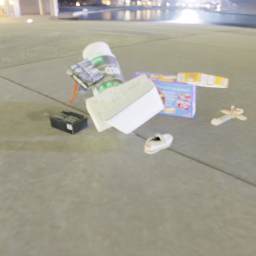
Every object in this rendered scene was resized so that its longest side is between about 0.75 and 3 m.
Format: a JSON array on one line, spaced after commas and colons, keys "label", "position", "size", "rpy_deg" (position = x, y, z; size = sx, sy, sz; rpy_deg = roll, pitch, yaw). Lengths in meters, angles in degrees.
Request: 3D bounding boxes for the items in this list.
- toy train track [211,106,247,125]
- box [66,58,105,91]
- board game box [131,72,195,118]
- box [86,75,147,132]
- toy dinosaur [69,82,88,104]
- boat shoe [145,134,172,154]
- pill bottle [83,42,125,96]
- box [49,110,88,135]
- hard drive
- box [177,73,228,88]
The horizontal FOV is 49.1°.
[{"label": "toy train track", "position": [4.359, -0.584, 12.207], "size": [2.065, 0.336, 1.184], "rpy_deg": [-21, 34, -35]}, {"label": "box", "position": [-1.730, -2.219, 11.555], "size": [1.132, 0.345, 1.404], "rpy_deg": [46, 36, -4]}, {"label": "board game box", "position": [1.544, -1.418, 12.071], "size": [2.604, 1.751, 0.583], "rpy_deg": [10, 47, 20]}, {"label": "box", "position": [-0.258, -0.946, 10.860], "size": [2.516, 1.195, 0.978], "rpy_deg": [-24, -10, -11]}, {"label": "toy dinosaur", "position": [-2.535, -1.907, 13.474], "size": [0.823, 1.568, 1.423], "rpy_deg": [6, 53, 44]}, {"label": "boat shoe", "position": [1.128, 0.469, 9.989], "size": [0.502, 0.460, 1.344], "rpy_deg": [22, 35, 37]}, {"label": "pill bottle", "position": [-1.128, -2.525, 13.206], "size": [1.570, 1.570, 2.776], "rpy_deg": [-12, 68, -23]}, {"label": "box", "position": [-2.392, -0.240, 11.338], "size": [1.275, 0.503, 0.900], "rpy_deg": [17, 35, 31]}, {"label": "hard drive", "position": [0.284, -0.592, 9.555], "size": [1.804, 0.365, 2.736], "rpy_deg": [-36, -15, 5]}, {"label": "box", "position": [2.476, -1.528, 9.091], "size": [1.559, 0.323, 0.928], "rpy_deg": [5, 7, -32]}]
